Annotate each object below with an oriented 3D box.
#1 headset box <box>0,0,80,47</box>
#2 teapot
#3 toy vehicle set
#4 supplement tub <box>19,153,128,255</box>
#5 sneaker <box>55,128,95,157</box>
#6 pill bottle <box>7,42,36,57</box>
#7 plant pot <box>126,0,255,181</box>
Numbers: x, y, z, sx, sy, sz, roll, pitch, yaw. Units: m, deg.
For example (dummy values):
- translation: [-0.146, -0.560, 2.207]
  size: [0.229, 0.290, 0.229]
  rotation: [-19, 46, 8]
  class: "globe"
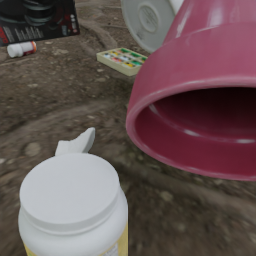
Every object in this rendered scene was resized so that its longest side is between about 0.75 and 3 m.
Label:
- translation: [-2.717, -3.290, 7.353]
  size: [2.560, 1.905, 0.989]
  rotation: [-12, 60, -8]
  class: "headset box"
- translation: [1.333, -3.601, 8.295]
  size: [2.057, 2.816, 2.779]
  rotation: [-37, 41, -23]
  class: "teapot"
- translation: [-0.105, -2.982, 12.406]
  size: [1.488, 0.317, 2.395]
  rotation: [-24, 40, -31]
  class: "toy vehicle set"
- translation: [-0.728, 1.520, 4.059]
  size: [1.450, 1.995, 1.450]
  rotation: [0, 33, 0]
  class: "supplement tub"
- translation: [-1.366, 0.370, 7.179]
  size: [0.770, 0.491, 1.333]
  rotation: [11, 36, 10]
  class: "sneaker"
- translation: [-5.029, -3.765, 13.280]
  size: [0.651, 0.651, 1.188]
  rotation: [24, 40, 32]
  class: "pill bottle"
- translation: [1.636, -0.897, 4.218]
  size: [2.949, 2.949, 2.640]
  rotation: [7, 64, 10]
  class: "plant pot"
